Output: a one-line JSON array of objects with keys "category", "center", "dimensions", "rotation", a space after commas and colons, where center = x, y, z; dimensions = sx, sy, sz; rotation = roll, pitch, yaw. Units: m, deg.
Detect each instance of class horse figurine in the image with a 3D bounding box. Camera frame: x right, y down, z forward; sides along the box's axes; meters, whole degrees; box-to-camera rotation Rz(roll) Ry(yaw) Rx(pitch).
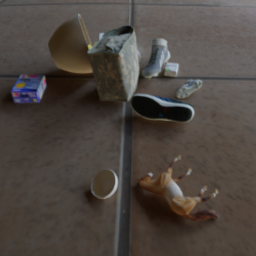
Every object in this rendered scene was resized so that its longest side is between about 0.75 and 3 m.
[{"category": "horse figurine", "center": [1.576, 1.940, 8.522], "dimensions": [1.619, 0.610, 2.442], "rotation": [-33, 56, -16]}]

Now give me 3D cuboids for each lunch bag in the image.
[{"category": "lunch bag", "center": [-0.407, -2.959, 12.609], "dimensions": [1.703, 2.376, 2.897], "rotation": [5, 42, 20]}]

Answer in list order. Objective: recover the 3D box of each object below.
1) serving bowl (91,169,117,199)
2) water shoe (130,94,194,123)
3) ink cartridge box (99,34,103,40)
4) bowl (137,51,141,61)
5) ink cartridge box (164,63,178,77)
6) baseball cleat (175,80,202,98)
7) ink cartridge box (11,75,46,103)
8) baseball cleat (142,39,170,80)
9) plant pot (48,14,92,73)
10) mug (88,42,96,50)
[{"category": "serving bowl", "center": [-0.708, 1.789, 8.800], "dimensions": [0.933, 0.307, 0.933], "rotation": [-16, 55, 24]}, {"category": "water shoe", "center": [1.404, -0.812, 11.628], "dimensions": [2.648, 0.947, 1.045], "rotation": [16, 21, 13]}, {"category": "ink cartridge box", "center": [-0.615, -4.648, 15.737], "dimensions": [2.038, 0.859, 1.488], "rotation": [-2, 42, -2]}, {"category": "bowl", "center": [-0.394, -3.830, 14.358], "dimensions": [1.702, 0.636, 1.705], "rotation": [-35, 71, -6]}, {"category": "ink cartridge box", "center": [2.198, -2.955, 14.224], "dimensions": [0.599, 0.346, 0.820], "rotation": [8, 42, 10]}, {"category": "baseball cleat", "center": [2.674, -1.786, 12.912], "dimensions": [1.506, 0.525, 0.801], "rotation": [-24, 23, -18]}, {"category": "ink cartridge box", "center": [-4.487, -1.697, 12.632], "dimensions": [1.152, 0.645, 1.689], "rotation": [1, 44, 1]}, {"category": "baseball cleat", "center": [1.291, -3.578, 14.067], "dimensions": [0.983, 1.500, 2.818], "rotation": [-1, 33, 26]}, {"category": "plant pot", "center": [-2.780, -3.840, 13.703], "dimensions": [1.866, 2.780, 2.780], "rotation": [-18, 43, 2]}, {"category": "mug", "center": [-1.800, -3.610, 14.160], "dimensions": [0.950, 1.157, 0.926], "rotation": [38, 39, -8]}]
